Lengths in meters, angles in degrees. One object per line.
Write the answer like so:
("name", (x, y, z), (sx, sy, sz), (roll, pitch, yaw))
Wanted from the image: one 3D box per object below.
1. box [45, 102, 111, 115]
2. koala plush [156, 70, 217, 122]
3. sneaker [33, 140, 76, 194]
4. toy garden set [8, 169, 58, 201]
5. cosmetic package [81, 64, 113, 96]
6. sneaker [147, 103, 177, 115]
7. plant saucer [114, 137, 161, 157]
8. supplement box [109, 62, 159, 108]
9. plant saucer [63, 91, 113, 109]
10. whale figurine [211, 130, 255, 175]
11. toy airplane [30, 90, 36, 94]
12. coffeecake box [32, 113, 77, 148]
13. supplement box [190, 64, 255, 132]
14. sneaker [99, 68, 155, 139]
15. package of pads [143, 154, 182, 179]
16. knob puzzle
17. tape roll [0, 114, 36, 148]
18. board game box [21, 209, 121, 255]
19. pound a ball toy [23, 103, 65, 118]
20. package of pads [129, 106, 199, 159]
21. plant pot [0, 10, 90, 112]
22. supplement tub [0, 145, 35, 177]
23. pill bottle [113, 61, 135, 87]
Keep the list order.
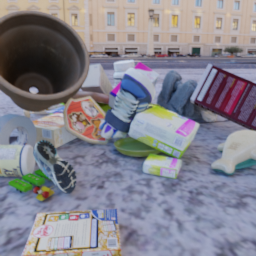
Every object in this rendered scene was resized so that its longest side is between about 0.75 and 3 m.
("box", (-2.026, -0.612, 11.877), (1.594, 0.623, 2.613), (8, 19, 24))
("koala plush", (2.549, -1.004, 11.815), (2.250, 2.068, 1.995), (13, 20, -32))
("sneaker", (-1.637, 0.897, 6.210), (0.507, 1.306, 0.564), (-31, -4, -45))
("toy garden set", (-1.868, 1.263, 6.463), (1.071, 0.256, 1.285), (11, 19, 33))
("cosmetic package", (-1.481, -1.947, 13.419), (0.991, 1.174, 2.271), (-3, -21, 11))
("sneaker", (1.281, -0.534, 10.401), (1.659, 0.618, 0.702), (26, 22, -23))
("plant saucer", (0.373, 0.574, 8.537), (1.612, 0.250, 1.612), (-2, 13, 0))
("supplement box", (0.227, -1.515, 11.256), (1.013, 1.035, 2.003), (36, 66, 11))
("plant saucer", (-1.602, -1.192, 12.427), (2.656, 0.486, 2.656), (6, -5, 1))
("whale figurine", (2.962, 0.769, 7.422), (1.653, 0.857, 1.315), (-38, 28, -25))
("toy airplane", (-4.909, -1.769, 15.724), (1.099, 0.779, 1.103), (-15, 56, -13))
("coffeecake box", (-2.501, 0.038, 9.731), (1.359, 0.647, 1.770), (8, 19, 24))
("supplement box", (3.641, -0.980, 9.598), (2.615, 1.423, 0.796), (28, 4, 15))
("sneaker", (-0.133, -0.469, 8.492), (1.042, 1.894, 2.587), (36, -12, 11))
("package of pads", (0.876, 0.984, 7.206), (0.892, 0.304, 0.689), (9, 18, 17))
("knob puzzle", (-1.290, -0.270, 9.229), (2.180, 0.302, 2.180), (27, 38, -23))
("tape roll", (-3.195, 0.274, 7.831), (0.431, 1.305, 1.305), (8, 19, 27))
("board game box", (-0.855, 1.785, 4.570), (1.436, 0.333, 1.088), (-1, 17, -4))
("pound a ball toy", (-3.757, -0.817, 12.753), (1.708, 0.726, 1.114), (-2, 43, -6))
("package of pads", (1.115, 0.021, 8.419), (1.663, 0.734, 2.152), (24, 20, 16))
("plant pot", (-2.658, -1.545, 8.028), (2.624, 2.624, 2.288), (-9, -15, -27))
("supplement tub", (-2.947, 0.819, 6.953), (1.080, 0.783, 0.783), (-1, 17, -1))
("pill bottle", (-0.082, -2.301, 14.498), (1.246, 2.203, 1.246), (-6, 18, 2))
